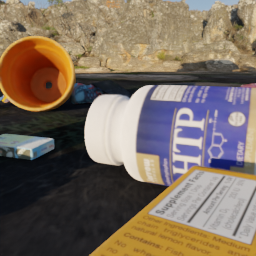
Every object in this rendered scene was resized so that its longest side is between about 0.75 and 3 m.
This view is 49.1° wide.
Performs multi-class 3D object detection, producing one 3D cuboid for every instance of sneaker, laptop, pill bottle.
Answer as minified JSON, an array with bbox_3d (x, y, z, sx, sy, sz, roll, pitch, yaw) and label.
[{"bbox_3d":[-1.623,-1.547,12.512,1.090,0.905,2.282,11,18,31],"label":"sneaker"},{"bbox_3d":[0.116,-1.924,12.778,2.647,1.367,2.346,33,20,8],"label":"laptop"},{"bbox_3d":[0.738,0.128,4.299,2.579,1.544,1.544,5,14,23],"label":"pill bottle"}]

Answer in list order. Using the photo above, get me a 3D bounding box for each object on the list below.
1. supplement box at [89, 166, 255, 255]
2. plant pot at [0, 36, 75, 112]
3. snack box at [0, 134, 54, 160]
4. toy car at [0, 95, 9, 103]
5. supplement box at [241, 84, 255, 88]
[{"bbox_3d":[0.320,1.092,1.677,0.940,0.909,2.732,7,15,35],"label":"supplement box"},{"bbox_3d":[-3.326,-1.888,11.042,2.656,2.656,2.431,-1,-2,-4],"label":"plant pot"},{"bbox_3d":[-2.359,0.380,5.952,1.334,0.248,0.775,5,14,18],"label":"snack box"},{"bbox_3d":[-5.540,-1.040,11.692,0.727,1.072,2.186,-41,-15,12],"label":"toy car"},{"bbox_3d":[5.232,-1.040,10.125,1.975,1.019,1.293,11,18,38],"label":"supplement box"}]
